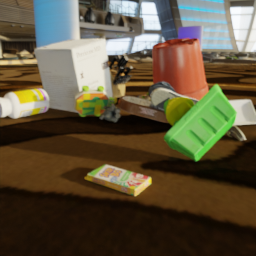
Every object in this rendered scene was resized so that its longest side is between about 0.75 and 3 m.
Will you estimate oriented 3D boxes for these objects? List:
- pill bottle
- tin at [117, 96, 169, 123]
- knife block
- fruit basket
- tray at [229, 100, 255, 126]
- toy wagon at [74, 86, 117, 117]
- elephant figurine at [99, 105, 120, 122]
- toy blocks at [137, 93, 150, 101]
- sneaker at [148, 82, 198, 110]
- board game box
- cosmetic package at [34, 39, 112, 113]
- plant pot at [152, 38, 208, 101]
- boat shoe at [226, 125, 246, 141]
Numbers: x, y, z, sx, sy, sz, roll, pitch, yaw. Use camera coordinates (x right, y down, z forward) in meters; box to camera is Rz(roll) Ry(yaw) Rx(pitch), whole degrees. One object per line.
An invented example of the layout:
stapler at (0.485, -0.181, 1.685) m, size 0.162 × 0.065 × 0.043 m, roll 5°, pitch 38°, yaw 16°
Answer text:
pill bottle at (-4.610, -1.043, 12.168) m, size 1.105 × 1.105 × 2.120 m, roll 14°, pitch 21°, yaw 39°
tin at (0.800, -0.792, 11.520) m, size 2.486 × 0.520 × 1.392 m, roll 15°, pitch 22°, yaw 1°
knife block at (-0.949, -3.111, 16.521) m, size 0.929 × 2.549 × 2.904 m, roll -11°, pitch 20°, yaw -36°
fruit basket at (1.673, -0.312, 7.674) m, size 2.070 × 2.070 × 1.493 m, roll 6°, pitch -14°, yaw 19°
tray at (3.375, -0.461, 9.608) m, size 1.916 × 0.212 × 1.029 m, roll -4°, pitch 56°, yaw -1°
toy wagon at (-1.336, -1.100, 11.850) m, size 1.860 × 1.443 × 0.368 m, roll -2°, pitch 43°, yaw -18°
elephant figurine at (-0.718, -0.630, 11.675) m, size 0.817 × 0.746 × 1.054 m, roll 28°, pitch 7°, yaw -17°
toy blocks at (0.847, -1.652, 15.437) m, size 0.710 × 0.519 × 1.039 m, roll -1°, pitch 12°, yaw 39°
sneaker at (1.962, -0.994, 11.075) m, size 2.560 × 0.973 × 1.850 m, roll 26°, pitch 14°, yaw -11°
board game box at (-0.268, 1.168, 6.473) m, size 1.449 × 0.217 × 0.692 m, roll 8°, pitch 18°, yaw 33°
cosmetic package at (-2.529, -2.591, 13.518) m, size 2.416 × 2.929 × 2.414 m, roll 10°, pitch 31°, yaw 31°
plant pot at (2.428, -2.695, 13.625) m, size 2.991 × 2.908 × 2.991 m, roll -8°, pitch 24°, yaw 4°
boat shoe at (3.515, 0.097, 9.563) m, size 0.387 × 0.467 × 1.299 m, roll -33°, pitch 33°, yaw 6°
